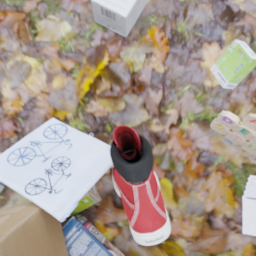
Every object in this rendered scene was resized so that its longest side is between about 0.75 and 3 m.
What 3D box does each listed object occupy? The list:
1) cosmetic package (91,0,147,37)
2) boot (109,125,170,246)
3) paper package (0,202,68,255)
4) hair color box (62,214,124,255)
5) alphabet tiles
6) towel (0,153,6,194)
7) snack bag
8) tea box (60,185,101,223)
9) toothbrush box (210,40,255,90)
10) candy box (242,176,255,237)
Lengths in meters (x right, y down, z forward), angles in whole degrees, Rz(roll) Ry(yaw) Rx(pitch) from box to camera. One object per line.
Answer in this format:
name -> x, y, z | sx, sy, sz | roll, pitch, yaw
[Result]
cosmetic package -> -0.245, -4.154, 9.196 | 1.290, 1.282, 1.542 | 29, 81, 5
boot -> 0.062, 0.687, 5.973 | 1.048, 2.895, 2.088 | -17, 111, -5
paper package -> -2.178, 2.994, 5.221 | 1.472, 2.846, 2.713 | -14, 90, 2
hair color box -> -0.654, 3.644, 7.602 | 2.844, 1.422, 0.861 | 42, 79, 7
alphabet tiles -> 2.888, 0.374, 6.297 | 2.139, 2.092, 0.156 | 34, 77, 9
towel -> -4.217, 1.323, 8.719 | 1.220, 0.211, 1.175 | 27, 83, 3
snack bag -> -1.627, 0.773, 6.469 | 2.425, 0.260, 2.286 | 23, 43, 23
tea box -> -1.861, 1.640, 8.005 | 1.576, 1.070, 1.602 | -28, 64, -7
toothbrush box -> 2.460, -1.457, 6.515 | 0.395, 0.918, 0.668 | 1, 51, -35
candy box -> 2.337, 1.416, 5.185 | 0.319, 0.893, 0.749 | 2, 108, 30
